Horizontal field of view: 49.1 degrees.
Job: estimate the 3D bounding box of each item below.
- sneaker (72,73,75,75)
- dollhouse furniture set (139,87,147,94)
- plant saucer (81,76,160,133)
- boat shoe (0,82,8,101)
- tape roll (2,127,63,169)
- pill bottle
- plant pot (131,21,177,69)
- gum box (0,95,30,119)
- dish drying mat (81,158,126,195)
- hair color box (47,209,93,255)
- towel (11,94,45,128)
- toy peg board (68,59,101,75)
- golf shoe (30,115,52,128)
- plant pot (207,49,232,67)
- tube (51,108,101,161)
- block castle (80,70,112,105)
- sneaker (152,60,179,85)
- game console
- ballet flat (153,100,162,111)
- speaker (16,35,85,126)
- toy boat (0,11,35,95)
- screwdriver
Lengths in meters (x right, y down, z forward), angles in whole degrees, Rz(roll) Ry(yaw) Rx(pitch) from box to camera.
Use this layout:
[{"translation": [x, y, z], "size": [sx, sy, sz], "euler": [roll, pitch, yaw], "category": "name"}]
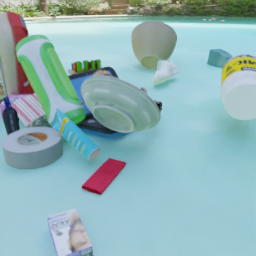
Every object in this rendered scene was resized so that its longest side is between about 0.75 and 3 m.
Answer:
[{"translation": [-2.387, -1.875, 11.042], "size": [0.558, 0.462, 1.171], "euler": [16, 35, 6], "category": "sneaker"}, {"translation": [-0.002, -1.030, 8.311], "size": [0.950, 0.753, 0.674], "euler": [-11, 28, 49], "category": "dollhouse furniture set"}, {"translation": [-0.242, -0.345, 6.025], "size": [1.847, 1.847, 0.463], "euler": [12, 63, 24], "category": "plant saucer"}, {"translation": [-5.069, -1.512, 10.112], "size": [0.878, 0.758, 2.408], "euler": [-20, 32, -37], "category": "boat shoe"}, {"translation": [-2.125, 0.420, 6.303], "size": [1.273, 0.421, 1.273], "euler": [0, 25, 0], "category": "tape roll"}, {"translation": [2.994, -1.088, 7.243], "size": [1.142, 1.142, 1.998], "euler": [7, 33, 15], "category": "pill bottle"}, {"translation": [1.233, -3.941, 14.098], "size": [2.336, 2.336, 1.568], "euler": [4, 67, 9], "category": "plant pot"}, {"translation": [-3.434, -0.698, 8.690], "size": [0.722, 0.421, 1.273], "euler": [-3, 22, -11], "category": "gum box"}, {"translation": [-0.457, 0.936, 5.582], "size": [0.432, 0.102, 1.125], "euler": [11, 26, 21], "category": "dish drying mat"}, {"translation": [-0.851, 1.558, 4.019], "size": [0.456, 0.270, 0.834], "euler": [-11, 28, -23], "category": "hair color box"}, {"translation": [-2.654, -0.581, 8.144], "size": [0.942, 0.193, 1.288], "euler": [43, 47, 16], "category": "towel"}, {"translation": [-1.983, -2.924, 13.264], "size": [1.462, 0.715, 1.456], "euler": [-11, 27, -24], "category": "toy peg board"}, {"translation": [-2.095, -0.158, 7.597], "size": [0.697, 0.561, 1.434], "euler": [4, 15, 39], "category": "golf shoe"}, {"translation": [4.929, -3.634, 14.814], "size": [0.786, 0.786, 1.112], "euler": [-13, 35, -27], "category": "plant pot"}, {"translation": [-1.173, 0.156, 6.062], "size": [1.372, 0.531, 0.346], "euler": [39, 26, 23], "category": "tube"}, {"translation": [-0.572, -0.859, 7.395], "size": [1.112, 0.781, 1.664], "euler": [35, 18, -6], "category": "block castle"}, {"translation": [1.432, -2.403, 11.700], "size": [0.730, 0.858, 1.940], "euler": [-24, 7, 36], "category": "sneaker"}, {"translation": [-0.482, -0.902, 7.984], "size": [1.997, 1.384, 2.339], "euler": [11, 26, 39], "category": "game console"}, {"translation": [0.689, -0.443, 7.016], "size": [0.331, 0.482, 1.430], "euler": [-13, 13, 12], "category": "ballet flat"}, {"translation": [-1.944, -1.125, 7.041], "size": [1.017, 2.299, 1.017], "euler": [-27, -6, -3], "category": "speaker"}, {"translation": [-3.320, -2.315, 9.317], "size": [1.869, 2.859, 1.866], "euler": [-10, 54, -25], "category": "toy boat"}, {"translation": [-3.041, -0.947, 6.806], "size": [0.368, 2.531, 0.353], "euler": [-8, 16, 4], "category": "screwdriver"}]
